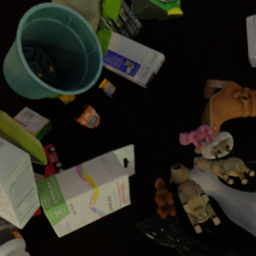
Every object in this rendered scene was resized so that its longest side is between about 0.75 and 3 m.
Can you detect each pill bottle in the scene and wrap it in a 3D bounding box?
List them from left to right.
[{"bbox_3d":[-3.078,2.756,6.664,0.985,0.985,1.693,-37,61,-25],"label":"pill bottle"}]

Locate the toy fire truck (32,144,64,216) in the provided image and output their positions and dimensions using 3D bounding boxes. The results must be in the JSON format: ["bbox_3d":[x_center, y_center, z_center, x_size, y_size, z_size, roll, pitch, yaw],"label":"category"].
[{"bbox_3d":[-2.455,1.423,8.014,1.290,0.446,1.829,-22,56,-16],"label":"toy fire truck"}]

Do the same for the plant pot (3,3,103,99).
[{"bbox_3d":[-1.994,-1.589,6.808,1.967,2.008,2.008,-11,36,50],"label":"plant pot"}]

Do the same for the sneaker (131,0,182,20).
[{"bbox_3d":[0.684,-3.210,7.017,0.803,0.877,2.058,-1,16,32],"label":"sneaker"}]

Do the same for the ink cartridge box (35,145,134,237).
[{"bbox_3d":[-0.818,1.592,7.184,2.593,1.518,0.873,-22,50,-15],"label":"ink cartridge box"}]

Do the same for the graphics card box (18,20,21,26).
[{"bbox_3d":[-4.419,-4.700,12.752,1.074,0.273,0.674,-10,54,-6],"label":"graphics card box"}]

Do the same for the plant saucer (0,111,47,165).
[{"bbox_3d":[-2.797,0.115,6.052,1.774,1.776,0.425,6,61,28],"label":"plant saucer"}]

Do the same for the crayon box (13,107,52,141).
[{"bbox_3d":[-3.434,0.222,8.924,1.079,0.443,1.717,27,57,19],"label":"crayon box"}]

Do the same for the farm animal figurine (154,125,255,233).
[{"bbox_3d":[1.269,0.818,5.068,1.453,1.799,0.905,26,12,-12],"label":"farm animal figurine"}]

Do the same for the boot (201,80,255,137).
[{"bbox_3d":[3.536,-0.577,9.256,1.988,0.947,2.570,13,57,4],"label":"boot"}]

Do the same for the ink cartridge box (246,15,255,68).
[{"bbox_3d":[6.340,-3.875,11.116,2.972,0.644,2.918,-9,47,30],"label":"ink cartridge box"}]

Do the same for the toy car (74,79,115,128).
[{"bbox_3d":[-0.932,-0.833,9.420,0.741,1.093,2.227,39,64,-11],"label":"toy car"}]

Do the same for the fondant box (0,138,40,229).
[{"bbox_3d":[-2.769,0.951,5.592,1.751,2.428,0.707,28,53,9],"label":"fondant box"}]

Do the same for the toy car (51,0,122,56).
[{"bbox_3d":[-1.333,-3.564,8.108,2.108,2.025,2.567,16,35,-9],"label":"toy car"}]

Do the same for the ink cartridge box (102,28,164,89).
[{"bbox_3d":[-0.139,-2.722,10.796,2.827,0.524,1.339,31,86,18],"label":"ink cartridge box"}]

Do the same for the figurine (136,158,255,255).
[{"bbox_3d":[2.106,2.288,6.986,2.823,1.246,2.894,32,58,26],"label":"figurine"}]

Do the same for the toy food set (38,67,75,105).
[{"bbox_3d":[-2.844,-1.538,10.117,2.632,0.860,1.548,25,33,16],"label":"toy food set"}]

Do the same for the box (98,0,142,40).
[{"bbox_3d":[-0.432,-4.476,11.750,0.448,1.884,1.819,-12,38,50],"label":"box"}]
